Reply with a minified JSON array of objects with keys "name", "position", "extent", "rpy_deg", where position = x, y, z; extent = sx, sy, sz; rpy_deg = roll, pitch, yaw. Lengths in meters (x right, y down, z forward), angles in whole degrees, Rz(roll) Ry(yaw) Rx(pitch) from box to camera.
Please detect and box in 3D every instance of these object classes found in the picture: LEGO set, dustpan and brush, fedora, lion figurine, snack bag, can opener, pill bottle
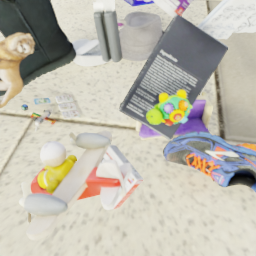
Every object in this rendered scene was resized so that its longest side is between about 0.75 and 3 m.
[{"name":"LEGO set","position":[-2.618,-0.545,9.409],"extent":[1.717,0.421,1.282],"rpy_deg":[-9,44,-25]},{"name":"dustpan and brush","position":[-1.942,-3.009,11.398],"extent":[2.047,0.839,2.933],"rpy_deg":[31,55,28]},{"name":"fedora","position":[0.526,-4.262,12.351],"extent":[2.526,1.290,2.857],"rpy_deg":[28,51,25]},{"name":"lion figurine","position":[-1.854,-0.861,4.367],"extent":[0.458,1.265,0.775],"rpy_deg":[42,48,14]},{"name":"snack bag","position":[3.082,-2.879,6.877],"extent":[2.402,2.265,0.257],"rpy_deg":[-11,78,-25]},{"name":"can opener","position":[-0.466,-2.619,6.630],"extent":[0.559,2.122,0.705],"rpy_deg":[9,35,24]},{"name":"pill bottle","position":[1.651,-4.277,8.168],"extent":[1.059,1.900,1.059],"rpy_deg":[32,27,-18]}]

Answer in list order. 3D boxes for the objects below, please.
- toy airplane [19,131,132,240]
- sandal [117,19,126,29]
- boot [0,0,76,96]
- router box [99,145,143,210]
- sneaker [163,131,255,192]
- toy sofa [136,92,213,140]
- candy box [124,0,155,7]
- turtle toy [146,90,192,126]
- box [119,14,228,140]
[{"name":"toy airplane","position":[-0.568,0.479,2.933],"extent":[1.173,0.831,1.178],"rpy_deg":[-36,19,-6]},{"name":"sandal","position":[-0.434,-3.402,9.290],"extent":[0.632,0.382,1.554],"rpy_deg":[7,20,20]},{"name":"boot","position":[-3.042,-2.328,7.190],"extent":[2.902,2.438,1.108],"rpy_deg":[-24,50,1]},{"name":"router box","position":[-0.238,0.798,4.608],"extent":[0.785,0.705,0.192],"rpy_deg":[49,24,25]},{"name":"sneaker","position":[2.364,0.913,7.361],"extent":[2.940,1.108,1.153],"rpy_deg":[9,50,11]},{"name":"toy sofa","position":[1.391,-0.389,8.709],"extent":[2.315,0.959,1.130],"rpy_deg":[-2,44,-2]},{"name":"candy box","position":[0.194,-4.874,9.234],"extent":[1.712,0.780,2.024],"rpy_deg":[-25,59,-35]},{"name":"turtle toy","position":[0.651,-0.253,4.427],"extent":[0.755,0.550,0.382],"rpy_deg":[-10,40,-1]},{"name":"box","position":[0.813,-1.014,6.037],"extent":[1.195,2.036,2.002],"rpy_deg":[30,7,-4]}]
